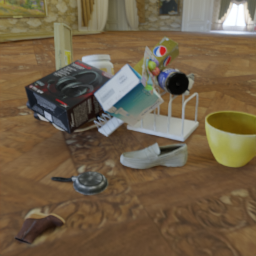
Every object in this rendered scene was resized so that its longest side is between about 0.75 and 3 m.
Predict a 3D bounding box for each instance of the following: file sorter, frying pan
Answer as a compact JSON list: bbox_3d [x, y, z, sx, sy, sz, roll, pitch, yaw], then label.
[{"bbox_3d":[1.348,-0.661,10.692,2.334,1.453,1.620,13,28,28],"label":"file sorter"},{"bbox_3d":[-1.273,1.389,7.776,1.560,0.254,0.944,19,30,29],"label":"frying pan"},{"bbox_3d":[-0.723,-0.252,10.439,0.904,0.563,0.627,-42,38,-16],"label":"file sorter"}]

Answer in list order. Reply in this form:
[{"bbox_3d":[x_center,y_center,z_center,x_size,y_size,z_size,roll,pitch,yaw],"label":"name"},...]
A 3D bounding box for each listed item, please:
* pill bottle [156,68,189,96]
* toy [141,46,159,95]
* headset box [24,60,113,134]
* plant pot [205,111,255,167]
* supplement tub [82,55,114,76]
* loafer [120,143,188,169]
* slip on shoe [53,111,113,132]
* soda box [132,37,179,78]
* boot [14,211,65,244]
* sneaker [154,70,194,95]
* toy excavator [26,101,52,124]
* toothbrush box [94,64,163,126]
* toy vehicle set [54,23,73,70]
[{"bbox_3d":[1.547,-1.706,10.145,0.836,0.836,1.495,-5,20,-11],"label":"pill bottle"},{"bbox_3d":[0.733,-1.717,8.348,0.307,0.748,1.300,-2,65,32],"label":"toy"},{"bbox_3d":[-1.743,-1.231,9.609,2.002,1.039,2.690,29,50,27],"label":"headset box"},{"bbox_3d":[3.242,0.413,8.576,1.831,1.300,1.831,-1,25,0],"label":"plant pot"},{"bbox_3d":[-1.236,-2.012,11.671,1.351,1.859,1.351,-6,7,1],"label":"supplement tub"},{"bbox_3d":[0.784,0.786,8.460,2.045,0.713,0.715,-4,25,-8],"label":"loafer"},{"bbox_3d":[-1.578,-0.480,11.069,2.860,1.087,0.866,-16,-3,-20],"label":"slip on shoe"},{"bbox_3d":[1.061,-2.575,11.056,0.709,0.670,2.094,39,80,26],"label":"soda box"},{"bbox_3d":[-1.883,2.192,6.023,0.871,0.315,0.724,8,38,14],"label":"boot"},{"bbox_3d":[1.729,-2.006,11.556,2.131,0.858,0.814,24,5,35],"label":"sneaker"},{"bbox_3d":[-3.057,-1.007,11.858,0.969,1.886,1.940,14,56,22],"label":"toy excavator"},{"bbox_3d":[0.084,-0.986,9.205,1.978,1.448,0.844,24,30,-58],"label":"toothbrush box"},{"bbox_3d":[-2.839,-3.038,12.577,0.394,2.974,1.848,-1,12,-1],"label":"toy vehicle set"}]
